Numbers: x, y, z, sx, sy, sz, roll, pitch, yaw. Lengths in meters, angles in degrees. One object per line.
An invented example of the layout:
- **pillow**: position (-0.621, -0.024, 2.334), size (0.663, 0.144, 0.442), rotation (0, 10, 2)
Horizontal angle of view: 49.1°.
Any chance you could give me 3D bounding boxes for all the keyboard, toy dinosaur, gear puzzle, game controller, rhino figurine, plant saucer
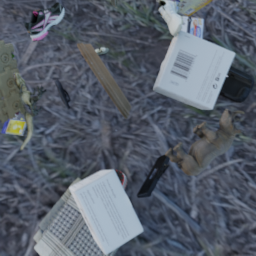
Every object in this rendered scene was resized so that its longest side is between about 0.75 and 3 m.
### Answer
- **keyboard**: position (0.733, 1.172, 7.041), size (0.171, 0.802, 1.335), rotation (39, 58, -9)
- **toy dinosaur**: position (-2.538, -0.557, 7.217), size (0.929, 0.500, 2.107), rotation (-25, 68, 36)
- **gear puzzle**: position (-3.667, -1.508, 7.494), size (0.391, 2.985, 1.546), rotation (16, 34, 27)
- **game controller**: position (3.674, -1.983, 11.116), size (2.488, 0.524, 1.298), rotation (31, 81, 15)
- **rhino figurine**: position (1.728, 0.271, 5.915), size (1.841, 0.550, 0.805), rotation (-40, 89, 1)
- **plant saucer**: position (-0.586, -1.334, 7.740), size (0.355, 2.413, 2.413), rotation (-33, 66, 4)

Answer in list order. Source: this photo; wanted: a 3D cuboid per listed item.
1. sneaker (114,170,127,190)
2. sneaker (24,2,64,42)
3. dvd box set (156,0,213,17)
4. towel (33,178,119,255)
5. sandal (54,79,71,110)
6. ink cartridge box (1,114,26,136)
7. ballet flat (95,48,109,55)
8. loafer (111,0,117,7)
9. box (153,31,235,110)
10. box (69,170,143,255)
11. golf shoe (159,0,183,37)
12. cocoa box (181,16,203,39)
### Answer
- **sneaker**: position (-0.704, 2.253, 8.704), size (0.773, 0.816, 1.987), rotation (40, 87, 28)
- **sneaker**: position (-2.220, -2.937, 7.439), size (0.528, 0.568, 1.315), rotation (12, 63, 34)
- **dvd box set**: position (1.696, -3.844, 8.267), size (1.414, 1.034, 0.208), rotation (5, 75, -36)
- **towel**: position (-1.405, 2.966, 7.957), size (2.434, 0.420, 2.344), rotation (31, 82, 30)
- **sandal**: position (-1.945, -1.003, 8.655), size (0.260, 1.214, 0.462), rotation (-30, 59, -16)
- **ink cartridge box**: position (-4.150, -0.152, 10.260), size (0.840, 0.197, 0.830), rotation (7, 63, 2)
- **ballet flat**: position (-1.178, -3.243, 11.825), size (0.783, 0.249, 0.264), rotation (-23, 66, -12)
- **loafer**: position (-0.482, -4.940, 10.485), size (0.271, 0.777, 0.292), rotation (-30, 48, -28)
- **box**: position (1.911, -1.663, 8.456), size (1.779, 1.163, 1.770), rotation (21, 94, -4)
- **box**: position (-0.559, 1.796, 6.335), size (0.956, 1.462, 1.455), rotation (-26, 89, -18)
- **golf shoe**: position (1.117, -3.023, 7.683), size (0.647, 0.521, 1.331), rotation (13, 50, -20)
- **cocoa box**: position (2.592, -3.809, 11.735), size (0.907, 0.921, 1.382), rotation (9, 63, 5)
